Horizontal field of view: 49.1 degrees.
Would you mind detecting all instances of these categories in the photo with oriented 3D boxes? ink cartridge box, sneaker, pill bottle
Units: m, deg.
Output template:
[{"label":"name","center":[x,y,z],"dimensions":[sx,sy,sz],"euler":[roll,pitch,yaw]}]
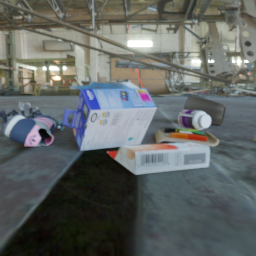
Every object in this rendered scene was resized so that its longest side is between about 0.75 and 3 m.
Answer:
[{"label":"ink cartridge box","center":[-0.572,-0.231,7.622],"dimensions":[2.280,1.556,0.870],"euler":[-6,48,-28]},{"label":"sneaker","center":[-2.641,0.191,8.536],"dimensions":[1.061,0.907,2.587],"euler":[30,9,7]},{"label":"pill bottle","center":[2.510,-0.302,10.594],"dimensions":[0.706,0.706,1.255],"euler":[-4,9,-27]},{"label":"ink cartridge box","center":[0.583,0.521,6.541],"dimensions":[1.719,0.531,2.120],"euler":[-2,9,-19]}]

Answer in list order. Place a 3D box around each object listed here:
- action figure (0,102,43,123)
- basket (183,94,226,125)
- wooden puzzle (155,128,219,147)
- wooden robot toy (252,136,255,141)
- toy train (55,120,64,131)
[{"label":"action figure","center":[-4.869,-0.712,13.145],"dimensions":[2.061,1.052,1.225],"euler":[-3,-2,-9]},{"label":"basket","center":[3.470,-0.722,12.702],"dimensions":[1.661,1.498,1.130],"euler":[14,-24,25]},{"label":"wooden puzzle","center":[1.777,0.248,8.916],"dimensions":[1.950,0.338,2.890],"euler":[1,9,-4]},{"label":"wooden robot toy","center":[4.297,0.255,8.656],"dimensions":[0.414,0.427,0.940],"euler":[-5,9,-31]},{"label":"toy train","center":[-2.813,-0.061,11.141],"dimensions":[0.468,0.350,0.821],"euler":[-17,13,-4]}]
